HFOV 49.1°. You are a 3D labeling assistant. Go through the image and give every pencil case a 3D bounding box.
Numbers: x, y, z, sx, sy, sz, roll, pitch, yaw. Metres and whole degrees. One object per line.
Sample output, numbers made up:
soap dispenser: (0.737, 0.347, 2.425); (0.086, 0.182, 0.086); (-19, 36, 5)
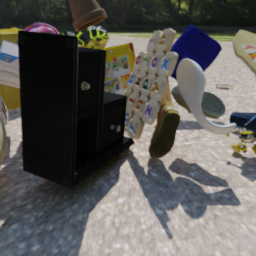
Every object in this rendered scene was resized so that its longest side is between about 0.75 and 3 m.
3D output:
pencil case: (-2.359, -1.689, 8.062); (1.176, 2.689, 1.176); (3, 66, -8)

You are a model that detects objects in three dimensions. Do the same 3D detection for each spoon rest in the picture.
spoon rest: (1.730, -0.750, 6.832); (0.651, 1.066, 2.146); (-19, 66, -20)

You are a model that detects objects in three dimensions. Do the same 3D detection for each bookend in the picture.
bookend: (-0.928, -0.622, 6.469); (1.332, 2.873, 2.891); (14, 20, 24)

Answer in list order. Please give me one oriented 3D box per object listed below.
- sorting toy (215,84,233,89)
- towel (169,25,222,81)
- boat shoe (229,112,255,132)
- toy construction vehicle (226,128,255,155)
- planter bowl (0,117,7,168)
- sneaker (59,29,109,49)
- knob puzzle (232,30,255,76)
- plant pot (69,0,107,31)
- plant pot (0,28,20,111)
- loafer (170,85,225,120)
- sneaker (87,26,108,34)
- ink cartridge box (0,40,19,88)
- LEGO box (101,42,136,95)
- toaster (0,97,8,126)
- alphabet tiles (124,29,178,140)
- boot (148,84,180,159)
sorting toy: (4.782, -2.031, 13.952); (0.896, 0.122, 0.505); (7, 28, 17)
towel: (2.353, -2.707, 10.693); (1.650, 0.553, 2.234); (38, 75, 6)
boat shoe: (4.718, -0.332, 8.892); (2.808, 0.964, 1.181); (7, 24, 16)
toy construction vehicle: (3.147, 0.361, 7.342); (1.010, 0.879, 0.356); (1, 54, 52)
planter bowl: (-3.491, 0.427, 5.660); (2.277, 2.277, 1.533); (-19, 36, -37)
sneaker: (-1.735, -2.932, 10.206); (2.511, 0.959, 0.947); (-20, 56, -42)
knob puzzle: (3.987, -2.233, 8.597); (2.267, 0.314, 2.267); (10, 52, -12)
plant pot: (-1.340, -3.695, 8.692); (1.121, 0.978, 1.121); (-22, 14, 6)
plant pot: (-4.938, -2.672, 11.910); (2.792, 2.875, 2.811); (20, 31, 37)
loafer: (1.889, -0.660, 7.560); (0.616, 0.570, 1.638); (-42, 50, -15)
sneaker: (-1.082, -3.732, 11.690); (0.806, 0.495, 1.239); (-26, 77, -27)
ink cartridge box: (-3.575, -1.924, 8.733); (0.976, 1.349, 0.568); (13, 53, -30)
LEGO box: (-0.713, -1.692, 9.792); (1.104, 2.130, 2.860); (-2, 19, 30)
toaster: (-4.271, -0.461, 8.651); (0.873, 1.352, 0.768); (-8, 59, -13)
alphabet tiles: (0.498, -1.208, 7.743); (0.217, 2.975, 2.910); (15, 9, -19)
boot: (0.871, -0.263, 7.404); (0.571, 1.512, 1.726); (14, 32, -14)
